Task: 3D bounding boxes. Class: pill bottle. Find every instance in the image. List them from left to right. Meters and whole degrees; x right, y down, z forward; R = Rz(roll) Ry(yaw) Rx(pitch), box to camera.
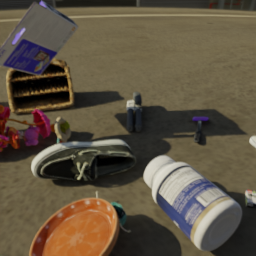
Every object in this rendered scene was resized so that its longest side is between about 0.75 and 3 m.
[{"bbox_3d":[1.392,1.645,6.731,1.287,1.287,2.317,-16,33,-26],"label":"pill bottle"}]

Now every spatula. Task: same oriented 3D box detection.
[{"bbox_3d":[2.684,0.004,10.595,0.611,0.222,2.162,0,30,19],"label":"spatula"}]

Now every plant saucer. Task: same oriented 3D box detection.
[{"bbox_3d":[-1.114,2.348,5.955,2.007,0.324,2.007,-18,27,10],"label":"plant saucer"}]

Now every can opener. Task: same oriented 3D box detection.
[{"bbox_3d":[0.247,-0.737,11.318,0.628,0.787,2.355,1,30,1],"label":"can opener"}]

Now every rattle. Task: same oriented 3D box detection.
[{"bbox_3d":[-2.571,0.292,9.932,0.903,0.823,1.265,-8,56,9],"label":"rattle"}]

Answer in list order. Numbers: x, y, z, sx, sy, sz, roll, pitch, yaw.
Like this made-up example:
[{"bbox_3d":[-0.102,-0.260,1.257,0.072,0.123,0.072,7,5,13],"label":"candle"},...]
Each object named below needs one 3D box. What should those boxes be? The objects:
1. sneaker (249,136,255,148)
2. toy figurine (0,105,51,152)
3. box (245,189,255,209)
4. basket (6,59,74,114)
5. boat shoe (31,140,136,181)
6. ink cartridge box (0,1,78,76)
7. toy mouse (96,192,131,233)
[{"bbox_3d":[4.927,0.541,9.322,1.644,0.582,0.600,23,37,34],"label":"sneaker"},{"bbox_3d":[-3.747,0.048,9.596,2.080,1.697,2.260,6,51,-9],"label":"toy figurine"},{"bbox_3d":[3.603,1.933,7.340,0.963,0.167,0.530,9,31,15],"label":"box"},{"bbox_3d":[-3.851,-1.986,12.319,2.727,1.946,2.031,-7,30,-12],"label":"basket"},{"bbox_3d":[-1.217,0.994,8.086,2.974,1.052,0.947,-10,30,-20],"label":"boat shoe"},{"bbox_3d":[-3.117,-2.919,9.288,0.529,2.416,2.439,48,15,11],"label":"ink cartridge box"},{"bbox_3d":[-0.516,2.271,6.439,1.454,0.317,1.636,3,37,31],"label":"toy mouse"}]
